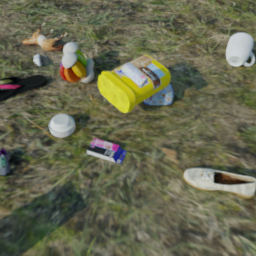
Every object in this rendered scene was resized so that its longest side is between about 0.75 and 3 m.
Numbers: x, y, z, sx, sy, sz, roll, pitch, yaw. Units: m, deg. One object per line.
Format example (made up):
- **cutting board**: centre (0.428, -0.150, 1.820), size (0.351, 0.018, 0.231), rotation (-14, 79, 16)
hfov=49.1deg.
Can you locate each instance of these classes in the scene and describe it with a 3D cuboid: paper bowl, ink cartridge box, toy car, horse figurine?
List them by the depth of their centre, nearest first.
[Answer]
- **ink cartridge box**: centre (-0.768, 0.832, 10.126), size (1.328, 0.246, 0.629), rotation (17, 50, 12)
- **paper bowl**: centre (-2.547, -0.143, 10.758), size (0.977, 0.508, 0.977), rotation (0, 45, 0)
- **toy car**: centre (-2.488, -2.809, 12.814), size (1.376, 1.606, 1.836), rotation (-29, 44, 23)
- **horse figurine**: centre (-4.281, -4.654, 14.818), size (2.523, 0.630, 1.672), rotation (31, 65, 19)

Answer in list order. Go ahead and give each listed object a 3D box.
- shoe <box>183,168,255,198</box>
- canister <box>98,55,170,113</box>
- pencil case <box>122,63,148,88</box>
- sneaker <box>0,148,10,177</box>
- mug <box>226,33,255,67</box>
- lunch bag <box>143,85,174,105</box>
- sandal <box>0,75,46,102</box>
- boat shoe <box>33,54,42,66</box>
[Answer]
- **shoe**: centre (2.969, 1.657, 9.089), size (2.303, 0.615, 0.805), rotation (11, 48, 10)
- **canister**: centre (0.283, -1.835, 11.101), size (2.415, 1.045, 1.794), rotation (-33, 62, -31)
- **pencil case**: centre (0.226, -1.789, 9.557), size (0.432, 0.396, 0.952), rotation (-42, 78, -16)
- **sneaker**: centre (-4.326, 1.177, 9.646), size (0.381, 0.448, 1.023), rotation (-13, 49, -12)
- **mug**: centre (5.541, -3.620, 13.691), size (1.558, 1.151, 1.366), rotation (31, 63, -12)
- **lunch bag**: centre (1.310, -1.456, 12.034), size (1.337, 0.505, 1.071), rotation (1, 45, 2)
- **sandal**: centre (-5.093, -1.919, 12.340), size (2.884, 0.650, 1.083), rotation (-23, 52, -20)
- **boat shoe**: centre (-4.495, -3.288, 13.846), size (0.345, 0.380, 1.033), rotation (-19, 38, -4)
